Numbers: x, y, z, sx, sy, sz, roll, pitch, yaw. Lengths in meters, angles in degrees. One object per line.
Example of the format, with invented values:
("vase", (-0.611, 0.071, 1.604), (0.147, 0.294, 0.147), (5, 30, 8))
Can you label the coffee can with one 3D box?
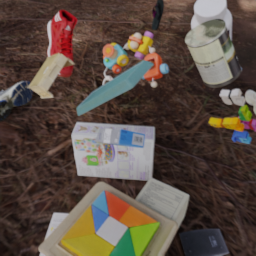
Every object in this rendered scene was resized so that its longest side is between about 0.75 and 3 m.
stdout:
("coffee can", (2.822, -2.423, 9.254), (1.312, 1.793, 1.312), (-23, 38, 19))

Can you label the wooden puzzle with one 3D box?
("wooden puzzle", (-0.407, 2.420, 6.376), (2.470, 0.460, 2.285), (21, 44, 25))

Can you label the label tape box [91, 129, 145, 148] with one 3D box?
("label tape box", (-0.257, 0.223, 6.291), (0.754, 0.348, 1.052), (12, -5, -42))

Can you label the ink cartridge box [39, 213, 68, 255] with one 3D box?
("ink cartridge box", (-1.446, 3.080, 6.762), (1.065, 1.038, 1.657), (2, 38, 3))

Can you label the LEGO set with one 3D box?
("LEGO set", (2.778, -0.202, 7.595), (0.874, 2.129, 0.812), (13, 73, 42))

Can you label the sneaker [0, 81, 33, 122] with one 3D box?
("sneaker", (-5.418, -1.354, 12.431), (1.155, 1.045, 2.712), (13, 40, 23))

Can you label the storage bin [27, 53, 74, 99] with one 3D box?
("storage bin", (-2.853, -1.911, 10.356), (1.482, 0.699, 1.492), (7, 64, 55))

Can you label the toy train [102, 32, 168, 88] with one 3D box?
("toy train", (0.018, -2.101, 8.765), (2.480, 0.690, 1.863), (-5, 74, 34))

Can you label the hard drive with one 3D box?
("hard drive", (1.979, 3.086, 7.406), (1.131, 0.239, 0.763), (-4, 39, -6))

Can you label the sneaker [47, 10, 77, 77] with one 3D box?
("sneaker", (-2.786, -3.716, 12.006), (1.100, 1.622, 2.808), (-11, 81, -33))

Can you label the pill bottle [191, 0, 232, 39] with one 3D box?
("pill bottle", (3.346, -3.853, 11.218), (1.531, 2.748, 1.531), (-8, 63, 16))

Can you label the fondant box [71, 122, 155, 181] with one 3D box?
("fondant box", (-0.435, 0.787, 9.046), (2.510, 1.811, 0.731), (3, 38, 4))

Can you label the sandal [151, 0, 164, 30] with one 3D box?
("sandal", (1.246, -4.963, 12.251), (0.323, 1.348, 0.507), (-9, 34, -33))

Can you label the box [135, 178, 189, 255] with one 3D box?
("box", (0.466, 2.703, 7.230), (1.278, 1.046, 2.692), (22, 43, 25))

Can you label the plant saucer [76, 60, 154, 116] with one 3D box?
("plant saucer", (-0.481, -0.947, 7.002), (2.701, 0.256, 0.944), (-19, 27, 55))

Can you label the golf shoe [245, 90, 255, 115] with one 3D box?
("golf shoe", (5.802, -1.282, 12.440), (0.718, 0.873, 1.908), (-3, 37, -2))
